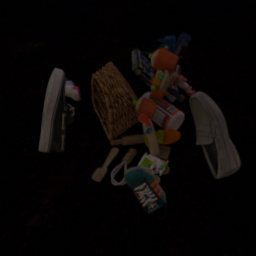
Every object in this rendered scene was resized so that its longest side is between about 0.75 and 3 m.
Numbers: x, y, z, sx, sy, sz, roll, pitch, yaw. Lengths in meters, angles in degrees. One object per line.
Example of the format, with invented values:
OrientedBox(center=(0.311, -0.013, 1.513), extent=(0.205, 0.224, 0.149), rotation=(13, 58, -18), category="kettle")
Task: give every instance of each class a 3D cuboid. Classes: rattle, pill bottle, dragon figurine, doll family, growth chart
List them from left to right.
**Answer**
OrientedBox(center=(0.730, 1.108, 8.418), extent=(0.814, 0.072, 0.589), rotation=(22, 80, 18), category="growth chart")
OrientedBox(center=(1.139, -0.578, 9.903), extent=(0.855, 0.855, 1.560), rotation=(-30, 55, -30), category="pill bottle")
OrientedBox(center=(0.993, 0.085, 8.364), extent=(1.230, 1.722, 1.121), rotation=(-2, 51, 7), category="rattle")
OrientedBox(center=(1.356, -2.867, 9.696), extent=(1.889, 0.939, 0.556), rotation=(22, 43, 39), category="dragon figurine")
OrientedBox(center=(1.486, -1.505, 10.552), extent=(0.920, 1.267, 2.041), rotation=(-52, 20, -4), category="doll family")

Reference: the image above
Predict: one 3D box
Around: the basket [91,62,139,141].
OrientedBox(center=(-0.660, -0.962, 9.526), extent=(1.641, 1.573, 2.203), rotation=(-34, 50, 9), category="basket")

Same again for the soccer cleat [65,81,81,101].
OrientedBox(center=(-2.050, -1.242, 9.742), extent=(0.643, 0.520, 1.490), rotation=(-14, 27, -17), category="soccer cleat")

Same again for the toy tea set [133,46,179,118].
OrientedBox(center=(0.772, -1.471, 8.816), extent=(0.937, 1.506, 2.533), rotation=(23, 45, 8), category="toy tea set")

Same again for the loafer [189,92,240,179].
OrientedBox(center=(2.387, 0.220, 8.168), extent=(0.909, 0.910, 2.604), rotation=(-24, 89, -21), category="loafer")

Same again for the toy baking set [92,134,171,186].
OrientedBox(center=(0.145, 0.946, 8.781), extent=(2.564, 0.298, 1.968), rotation=(-3, 42, -4), category="toy baking set")

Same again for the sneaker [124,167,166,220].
OrientedBox(center=(0.421, 1.326, 5.588), extent=(0.513, 1.439, 0.575), rotation=(-30, 38, 13), category="sneaker")

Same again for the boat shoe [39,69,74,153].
OrientedBox(center=(-2.106, -0.457, 8.498), extent=(0.862, 2.708, 0.957), rotation=(6, 28, -21), category="boat shoe")

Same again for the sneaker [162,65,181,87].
OrientedBox(center=(1.787, -2.147, 11.976), extent=(0.748, 0.527, 1.409), rotation=(-5, 37, 25), category="sneaker")

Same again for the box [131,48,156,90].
OrientedBox(center=(0.680, -2.538, 12.024), extent=(0.367, 1.269, 1.597), rotation=(-34, 36, 26), category="box")
